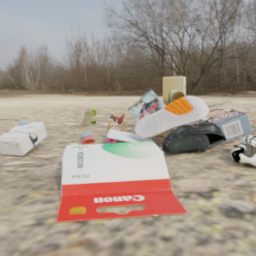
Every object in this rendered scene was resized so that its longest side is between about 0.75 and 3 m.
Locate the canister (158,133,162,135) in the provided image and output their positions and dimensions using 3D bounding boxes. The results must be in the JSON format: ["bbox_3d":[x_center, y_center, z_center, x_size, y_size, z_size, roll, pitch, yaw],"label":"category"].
[{"bbox_3d":[1.154,-0.049,12.449,0.749,0.436,1.008,13,17,-2],"label":"canister"}]

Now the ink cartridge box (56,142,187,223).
[{"bbox_3d":[-0.274,0.944,5.923,2.275,0.708,2.828,-2,9,-8],"label":"ink cartridge box"}]

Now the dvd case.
[{"bbox_3d":[0.841,-0.566,10.608,0.189,1.252,1.715,41,12,-48],"label":"dvd case"}]

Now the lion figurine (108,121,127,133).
[{"bbox_3d":[-0.441,0.149,11.155,1.096,0.671,0.397,10,-23,28],"label":"lion figurine"}]

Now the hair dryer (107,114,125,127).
[{"bbox_3d":[-0.514,-0.420,13.221,0.859,0.654,0.233,-24,28,-20],"label":"hair dryer"}]

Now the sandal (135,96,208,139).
[{"bbox_3d":[1.435,-0.269,9.488,2.514,0.963,0.720,-21,-26,4],"label":"sandal"}]

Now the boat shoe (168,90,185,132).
[{"bbox_3d":[1.908,-0.512,10.974,0.731,1.995,0.625,-10,22,-17],"label":"boat shoe"}]

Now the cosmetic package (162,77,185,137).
[{"bbox_3d":[1.977,-0.922,11.980,0.887,2.495,1.312,1,8,15],"label":"cosmetic package"}]

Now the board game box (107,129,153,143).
[{"bbox_3d":[0.071,0.413,9.939,1.604,0.208,1.604,12,8,-2],"label":"board game box"}]

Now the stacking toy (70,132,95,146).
[{"bbox_3d":[-1.440,0.484,8.444,0.817,0.903,0.381,-14,58,-24],"label":"stacking toy"}]

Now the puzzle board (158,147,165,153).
[{"bbox_3d":[1.369,0.717,9.467,0.795,0.069,0.599,-2,9,-13],"label":"puzzle board"}]

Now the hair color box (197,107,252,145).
[{"bbox_3d":[3.741,-0.155,11.369,1.324,0.811,2.674,-19,8,2],"label":"hair color box"}]

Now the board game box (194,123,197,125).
[{"bbox_3d":[3.409,-0.327,13.502,1.249,0.121,0.643,-26,6,-31],"label":"board game box"}]

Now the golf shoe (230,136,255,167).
[{"bbox_3d":[3.335,0.618,8.038,0.878,0.722,1.857,1,8,6],"label":"golf shoe"}]

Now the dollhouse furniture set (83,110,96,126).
[{"bbox_3d":[-2.283,-0.566,15.277,0.612,0.799,1.220,5,9,21],"label":"dollhouse furniture set"}]

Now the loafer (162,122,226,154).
[{"bbox_3d":[2.186,0.379,9.006,2.541,0.863,0.892,-12,37,-35],"label":"loafer"}]

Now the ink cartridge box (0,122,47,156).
[{"bbox_3d":[-3.390,0.326,8.973,0.930,0.537,1.282,1,27,22],"label":"ink cartridge box"}]
